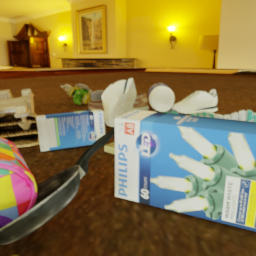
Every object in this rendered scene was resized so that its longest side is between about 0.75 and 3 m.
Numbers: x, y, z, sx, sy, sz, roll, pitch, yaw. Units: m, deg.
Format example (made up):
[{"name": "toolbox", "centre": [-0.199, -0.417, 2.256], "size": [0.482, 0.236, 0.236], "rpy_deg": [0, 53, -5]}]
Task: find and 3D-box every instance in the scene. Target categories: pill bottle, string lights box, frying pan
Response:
[{"name": "pill bottle", "centre": [1.428, -1.305, 12.121], "size": [1.096, 1.096, 1.895], "rpy_deg": [0, 14, 2]}, {"name": "string lights box", "centre": [1.193, 0.587, 4.363], "size": [2.789, 1.433, 0.822], "rpy_deg": [7, 16, 24]}, {"name": "string lights box", "centre": [-1.482, 0.048, 7.356], "size": [1.692, 0.870, 0.499], "rpy_deg": [-7, 11, -18]}, {"name": "frying pan", "centre": [-1.109, 0.862, 4.244], "size": [1.547, 0.416, 2.557], "rpy_deg": [-28, 7, 25]}]

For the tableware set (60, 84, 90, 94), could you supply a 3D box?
[{"name": "tableware set", "centre": [-2.645, -1.923, 14.843], "size": [1.710, 0.198, 1.428], "rpy_deg": [5, -21, 24]}]

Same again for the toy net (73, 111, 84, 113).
[{"name": "toy net", "centre": [-2.338, -0.271, 9.593], "size": [2.115, 0.408, 1.110], "rpy_deg": [-14, 20, -41]}]

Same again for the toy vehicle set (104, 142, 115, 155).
[{"name": "toy vehicle set", "centre": [0.039, 0.466, 7.314], "size": [0.726, 0.155, 1.169], "rpy_deg": [12, 19, 37]}]

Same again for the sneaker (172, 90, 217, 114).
[{"name": "sneaker", "centre": [2.775, -1.081, 11.703], "size": [2.246, 0.904, 0.858], "rpy_deg": [-10, 20, -28]}]

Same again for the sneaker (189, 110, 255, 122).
[{"name": "sneaker", "centre": [2.790, -0.059, 8.508], "size": [2.099, 0.814, 0.957], "rpy_deg": [2, -8, 17]}]

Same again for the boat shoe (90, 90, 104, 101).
[{"name": "boat shoe", "centre": [-0.975, -1.480, 13.736], "size": [1.881, 0.712, 0.675], "rpy_deg": [4, 9, -21]}]

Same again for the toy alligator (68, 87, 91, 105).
[{"name": "toy alligator", "centre": [-2.279, -1.550, 13.912], "size": [0.974, 0.706, 2.937], "rpy_deg": [27, 10, 0]}]

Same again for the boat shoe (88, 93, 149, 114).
[{"name": "boat shoe", "centre": [-0.409, -1.112, 11.741], "size": [2.547, 0.915, 0.965], "rpy_deg": [-2, 15, -7]}]

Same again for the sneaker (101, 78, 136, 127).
[{"name": "sneaker", "centre": [-0.485, -0.873, 10.166], "size": [1.120, 1.063, 2.782], "rpy_deg": [-1, 31, 16]}]

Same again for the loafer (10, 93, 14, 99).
[{"name": "loafer", "centre": [-5.541, -0.773, 10.290], "size": [1.134, 1.006, 2.983], "rpy_deg": [11, 18, 35]}]

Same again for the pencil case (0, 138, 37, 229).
[{"name": "pencil case", "centre": [-2.061, 0.742, 4.267], "size": [1.026, 1.026, 2.321], "rpy_deg": [-7, 9, -24]}]

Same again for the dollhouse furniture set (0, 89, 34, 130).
[{"name": "dollhouse furniture set", "centre": [-3.204, -0.123, 7.413], "size": [1.461, 1.248, 2.819], "rpy_deg": [-11, 22, -12]}]

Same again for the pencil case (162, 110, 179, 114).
[{"name": "pencil case", "centre": [1.155, -0.221, 9.069], "size": [0.627, 0.577, 1.357], "rpy_deg": [22, 24, 34]}]

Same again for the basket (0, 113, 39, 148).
[{"name": "basket", "centre": [-3.041, 0.005, 7.597], "size": [1.264, 0.902, 0.941], "rpy_deg": [-5, 15, -18]}]
